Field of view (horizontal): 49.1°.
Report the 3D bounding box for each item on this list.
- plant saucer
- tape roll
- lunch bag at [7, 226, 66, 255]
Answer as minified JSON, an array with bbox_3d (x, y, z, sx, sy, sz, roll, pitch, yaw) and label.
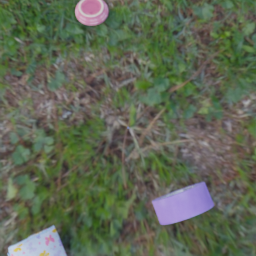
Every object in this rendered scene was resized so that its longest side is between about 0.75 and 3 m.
[{"bbox_3d":[-1.371,-4.428,10.480,1.239,0.314,1.239,0,71,-1],"label":"plant saucer"},{"bbox_3d":[1.477,2.049,7.640,1.534,1.534,0.652,-20,77,-6],"label":"tape roll"},{"bbox_3d":[-2.410,3.400,7.451,1.285,0.817,1.090,-20,74,-30],"label":"lunch bag"}]
